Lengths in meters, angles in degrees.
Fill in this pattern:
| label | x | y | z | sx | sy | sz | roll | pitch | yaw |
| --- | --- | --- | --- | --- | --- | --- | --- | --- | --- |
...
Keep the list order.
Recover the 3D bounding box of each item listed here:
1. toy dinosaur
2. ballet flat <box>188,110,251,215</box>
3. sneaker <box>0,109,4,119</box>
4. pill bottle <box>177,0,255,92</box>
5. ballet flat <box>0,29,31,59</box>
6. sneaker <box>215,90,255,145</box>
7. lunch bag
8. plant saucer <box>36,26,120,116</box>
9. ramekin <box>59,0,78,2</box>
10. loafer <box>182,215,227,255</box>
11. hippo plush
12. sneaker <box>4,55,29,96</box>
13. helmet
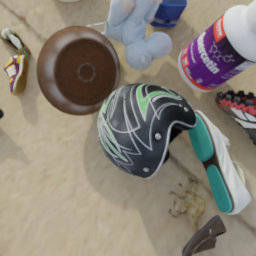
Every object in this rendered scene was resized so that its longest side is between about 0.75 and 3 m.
| label | x | y | z | sx | sy | sz | roll | pitch | yaw |
| --- | --- | --- | --- | --- | --- | --- | --- | --- | --- |
| toy dinosaur | 1.511 | 2.025 | 6.937 | 0.909 | 0.523 | 1.799 | 6 | 66 | -10 |
| ballet flat | 2.381 | 0.820 | 7.367 | 0.971 | 0.971 | 2.795 | -15 | 71 | -6 |
| sneaker | -3.867 | -0.182 | 7.793 | 0.303 | 1.008 | 0.526 | 51 | 43 | -15 |
| pill bottle | 2.622 | -2.108 | 7.403 | 1.497 | 2.662 | 1.497 | 10 | 67 | -25 |
| ballet flat | -3.692 | -2.818 | 8.971 | 0.526 | 0.561 | 1.552 | -38 | 72 | -14 |
| sneaker | 3.406 | -0.174 | 7.469 | 0.926 | 1.280 | 2.621 | -21 | 37 | -35 |
| lunch bag | 1.142 | -4.054 | 9.224 | 1.111 | 1.082 | 1.635 | -4 | 66 | -20 |
| plant saucer | -1.193 | -1.501 | 7.607 | 2.462 | 2.462 | 0.450 | -43 | 30 | -16 |
| ramekin | -2.121 | -5.337 | 9.786 | 1.894 | 0.994 | 1.894 | 0 | 67 | 0 |
| loafer | 1.785 | 2.546 | 6.384 | 1.376 | 0.503 | 0.488 | -31 | 60 | -28 |
| hippo plush | 0.233 | -2.635 | 7.939 | 2.338 | 1.863 | 1.880 | -28 | 85 | 0 |
| sneaker | -3.467 | -1.570 | 8.523 | 0.640 | 0.532 | 1.420 | -3 | 61 | 8 |
| helmet | 0.317 | 0.023 | 6.764 | 2.162 | 2.268 | 2.268 | -17 | 65 | -39 |
